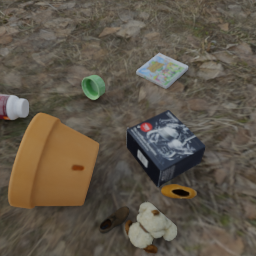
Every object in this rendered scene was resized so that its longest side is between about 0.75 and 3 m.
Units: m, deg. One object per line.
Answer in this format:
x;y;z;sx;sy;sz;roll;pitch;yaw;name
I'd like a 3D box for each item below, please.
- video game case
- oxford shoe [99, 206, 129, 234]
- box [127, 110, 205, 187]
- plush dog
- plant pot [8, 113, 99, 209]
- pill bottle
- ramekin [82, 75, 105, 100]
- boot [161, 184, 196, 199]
1.279;-2.156;10.408;1.353;0.164;1.486;31;56;25;video game case
-0.307;2.128;6.486;0.849;0.358;0.308;-37;70;-17;oxford shoe
0.972;0.507;7.653;1.458;0.833;1.601;-25;54;-21;box
0.436;2.255;6.270;1.072;0.860;0.921;37;82;28;plush dog
-1.611;0.910;6.598;1.543;2.204;2.204;16;49;-5;plant pot
-3.847;-0.645;8.699;1.336;0.754;0.754;4;49;3;pill bottle
-1.113;-1.353;9.183;0.772;0.772;0.377;31;46;24;ramekin
1.128;1.520;6.726;0.952;0.681;0.335;-1;77;30;boot
